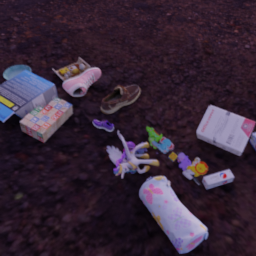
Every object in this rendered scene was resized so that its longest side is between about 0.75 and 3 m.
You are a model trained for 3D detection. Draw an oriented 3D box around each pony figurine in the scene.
[{"bbox_3d":[0.053,0.972,9.734,1.604,1.336,1.549,-8,55,-28],"label":"pony figurine"}]

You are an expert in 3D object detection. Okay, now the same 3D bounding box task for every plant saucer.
[{"bbox_3d":[-5.379,-2.603,13.667,1.320,0.237,1.320,0,46,0],"label":"plant saucer"}]

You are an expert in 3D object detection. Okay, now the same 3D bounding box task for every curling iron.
[{"bbox_3d":[2.100,1.404,9.870,0.369,0.190,1.488,-17,49,-16],"label":"curling iron"}]

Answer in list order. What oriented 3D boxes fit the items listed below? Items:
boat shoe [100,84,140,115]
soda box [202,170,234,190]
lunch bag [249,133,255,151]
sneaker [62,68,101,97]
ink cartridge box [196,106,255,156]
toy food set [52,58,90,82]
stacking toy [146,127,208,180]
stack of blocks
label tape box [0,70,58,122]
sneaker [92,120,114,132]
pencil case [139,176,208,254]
[{"bbox_3d":[-0.299,-1.426,12.155,2.193,0.789,0.791,-33,54,-27],"label":"boat shoe"},{"bbox_3d":[3.028,1.738,9.439,0.984,0.313,0.335,-15,51,-10],"label":"soda box"},{"bbox_3d":[5.355,0.547,10.446,1.383,0.522,1.108,-5,36,-6],"label":"lunch bag"},{"bbox_3d":[-1.933,-2.005,12.765,1.917,0.721,1.002,-28,50,-17],"label":"sneaker"},{"bbox_3d":[3.598,0.088,10.420,1.728,0.715,1.266,25,82,22],"label":"ink cartridge box"},{"bbox_3d":[-2.797,-2.903,13.783,1.577,0.476,1.132,-29,53,-25],"label":"toy food set"},{"bbox_3d":[1.487,0.794,9.020,2.187,1.649,0.514,41,83,13],"label":"stacking toy"},{"bbox_3d":[-3.244,-0.413,11.269,1.090,0.554,1.893,26,51,14],"label":"stack of blocks"},{"bbox_3d":[-4.663,-1.199,11.905,1.921,0.886,2.681,28,55,24],"label":"label tape box"},{"bbox_3d":[-0.978,-0.168,11.200,0.898,0.375,0.362,18,34,10],"label":"sneaker"},{"bbox_3d":[1.281,2.503,8.291,1.040,0.953,2.292,-24,51,-19],"label":"pencil case"}]
